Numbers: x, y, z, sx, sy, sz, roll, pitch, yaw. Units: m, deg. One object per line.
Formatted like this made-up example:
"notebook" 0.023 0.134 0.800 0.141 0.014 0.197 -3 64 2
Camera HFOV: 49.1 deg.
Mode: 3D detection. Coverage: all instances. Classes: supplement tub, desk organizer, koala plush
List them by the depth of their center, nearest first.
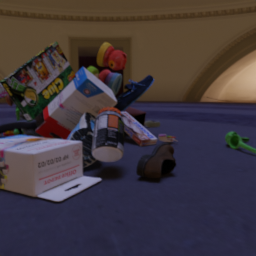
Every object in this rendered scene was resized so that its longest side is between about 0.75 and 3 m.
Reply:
"supplement tub" -0.474 0.145 6.849 0.757 1.235 0.757 1 -37 1
"koala plush" -2.892 -0.995 10.160 2.243 2.441 2.165 22 31 19
"desk organizer" -0.478 -0.223 12.613 1.101 1.026 2.860 21 23 34

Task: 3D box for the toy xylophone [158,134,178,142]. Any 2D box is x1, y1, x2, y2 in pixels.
"toy xylophone" 1.509 0.393 10.502 0.632 0.217 0.863 -1 -8 22

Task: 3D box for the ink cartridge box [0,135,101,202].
"ink cartridge box" -2.052 0.761 6.182 2.624 0.890 1.510 4 9 28

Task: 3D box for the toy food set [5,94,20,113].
"toy food set" -4.694 -1.231 11.986 0.833 1.501 2.551 -11 -32 -11

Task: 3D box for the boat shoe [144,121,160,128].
"boat shoe" 1.249 -0.202 15.210 1.032 0.368 0.311 3 2 -33

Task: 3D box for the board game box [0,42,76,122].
"board game box" -1.984 -1.139 6.536 0.232 1.036 1.977 -5 36 29

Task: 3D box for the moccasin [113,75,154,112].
"moccasin" 0.145 -1.577 12.089 2.340 0.798 0.941 -44 12 -15

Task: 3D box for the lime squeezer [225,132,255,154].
"lime squeezer" 3.931 0.551 9.853 0.991 0.529 2.806 33 13 8

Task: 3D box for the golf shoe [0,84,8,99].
"golf shoe" -3.357 -0.992 7.184 0.533 0.420 1.157 -34 10 29

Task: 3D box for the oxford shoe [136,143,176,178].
"oxford shoe" 0.875 0.850 6.910 0.728 0.626 1.724 12 21 24

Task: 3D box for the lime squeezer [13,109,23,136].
"lime squeezer" -3.681 0.197 9.679 0.338 1.792 0.633 -8 49 -3

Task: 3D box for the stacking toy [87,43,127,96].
"stacking toy" -0.834 -1.798 10.961 1.004 2.152 2.377 23 -30 13

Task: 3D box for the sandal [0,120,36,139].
"sandal" -4.144 0.299 8.710 2.924 0.626 1.112 -15 5 8

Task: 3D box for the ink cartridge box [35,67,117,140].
"ink cartridge box" -1.772 -0.587 9.280 1.445 2.487 0.836 37 18 -39

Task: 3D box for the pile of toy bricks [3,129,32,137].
"pile of toy bricks" -4.235 -0.043 11.820 1.875 0.926 1.040 -5 8 -28

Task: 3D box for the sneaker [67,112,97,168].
"sneaker" -1.333 0.536 7.987 0.953 1.094 2.432 38 23 -12

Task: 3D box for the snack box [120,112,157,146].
"snack box" 0.176 -0.005 10.968 0.775 0.262 2.157 -6 35 -38
